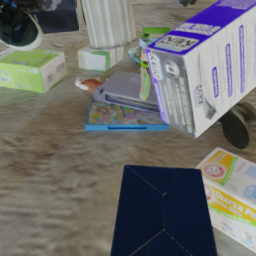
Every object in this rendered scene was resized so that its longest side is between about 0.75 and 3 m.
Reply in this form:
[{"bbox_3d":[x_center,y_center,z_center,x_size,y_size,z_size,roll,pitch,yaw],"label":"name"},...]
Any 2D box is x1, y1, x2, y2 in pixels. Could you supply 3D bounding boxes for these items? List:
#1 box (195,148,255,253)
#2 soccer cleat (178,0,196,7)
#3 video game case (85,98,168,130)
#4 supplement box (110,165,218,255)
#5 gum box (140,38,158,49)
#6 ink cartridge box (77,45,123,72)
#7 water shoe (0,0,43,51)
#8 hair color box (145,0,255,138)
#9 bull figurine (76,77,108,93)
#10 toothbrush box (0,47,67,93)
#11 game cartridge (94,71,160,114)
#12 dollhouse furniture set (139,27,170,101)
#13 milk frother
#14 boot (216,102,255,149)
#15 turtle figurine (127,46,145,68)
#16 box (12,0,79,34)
[{"bbox_3d":[2.180,1.354,5.167,1.963,0.995,1.104,27,41,35],"label":"box"},{"bbox_3d":[2.274,-4.274,8.396,1.925,0.805,0.622,-24,5,-18],"label":"soccer cleat"},{"bbox_3d":[-0.031,-0.472,8.656,2.364,0.210,1.692,0,33,0],"label":"video game case"},{"bbox_3d":[0.429,1.743,3.912,1.163,1.731,1.733,3,34,5],"label":"supplement box"},{"bbox_3d":[2.005,-3.838,13.425,2.486,0.554,2.112,-7,34,-10],"label":"gum box"},{"bbox_3d":[-1.158,-3.199,12.271,1.323,0.762,1.812,14,36,20],"label":"ink cartridge box"},{"bbox_3d":[-2.990,-2.626,6.052,2.462,0.880,0.972,39,-1,-3],"label":"water shoe"},{"bbox_3d":[1.477,-1.127,4.253,2.429,1.327,0.787,-38,42,-22],"label":"hair color box"},{"bbox_3d":[-1.222,-1.550,10.067,1.388,0.452,0.843,25,41,32],"label":"bull figurine"},{"bbox_3d":[-3.823,-2.271,10.634,2.365,1.018,1.722,10,35,14],"label":"toothbrush box"},{"bbox_3d":[0.626,-1.140,9.058,2.935,0.563,1.903,14,32,20],"label":"game cartridge"},{"bbox_3d":[0.406,-0.972,4.346,0.420,1.088,0.544,3,-1,3],"label":"dollhouse furniture set"},{"bbox_3d":[-0.169,-3.555,7.580,2.349,2.210,2.120,-13,30,-7],"label":"milk frother"},{"bbox_3d":[3.309,-0.219,7.903,1.367,0.709,2.093,0,35,-11],"label":"boot"},{"bbox_3d":[0.606,-2.999,11.879,1.339,0.901,1.789,4,17,-16],"label":"turtle figurine"},{"bbox_3d":[-2.664,-3.947,7.952,2.223,2.186,1.305,-9,-7,-9],"label":"box"}]
